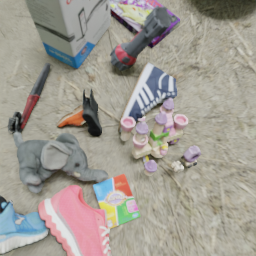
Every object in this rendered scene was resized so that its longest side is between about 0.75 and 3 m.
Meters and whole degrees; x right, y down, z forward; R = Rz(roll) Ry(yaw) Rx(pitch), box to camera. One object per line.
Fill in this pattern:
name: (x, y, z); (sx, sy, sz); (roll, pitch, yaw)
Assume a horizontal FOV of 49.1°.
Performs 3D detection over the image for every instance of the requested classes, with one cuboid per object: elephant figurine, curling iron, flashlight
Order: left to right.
curling iron: (-2.816, -0.904, 8.232); (0.316, 0.613, 2.471); (20, 67, 2)
elephant figurine: (-1.691, 0.747, 7.112); (1.934, 1.501, 1.368); (-20, 48, 4)
flashlight: (0.316, -2.450, 7.797); (0.774, 2.277, 0.771); (-25, 85, -37)

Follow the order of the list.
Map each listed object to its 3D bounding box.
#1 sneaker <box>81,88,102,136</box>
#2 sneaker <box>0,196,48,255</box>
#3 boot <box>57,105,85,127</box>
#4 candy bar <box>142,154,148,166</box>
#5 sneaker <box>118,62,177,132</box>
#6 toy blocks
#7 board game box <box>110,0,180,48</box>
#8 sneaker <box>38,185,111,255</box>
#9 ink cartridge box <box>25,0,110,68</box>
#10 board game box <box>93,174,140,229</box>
sneaker: (-0.973, -0.391, 7.678); (0.403, 1.342, 0.700); (-3, 55, 11)
sneaker: (-2.562, 2.012, 6.088); (1.015, 2.589, 1.164); (-13, 77, 6)
boot: (-1.589, -0.197, 8.056); (0.971, 0.364, 0.521); (-28, 109, 13)
candy bar: (0.447, 0.653, 7.865); (0.102, 0.230, 0.923); (0, 67, -31)
sneaker: (0.625, -0.705, 8.069); (1.211, 0.783, 2.233); (25, 78, -1)
toy blocks: (0.880, 0.116, 7.071); (1.635, 1.473, 1.749); (-18, 56, -23)
board game box: (0.455, -3.857, 9.487); (2.306, 0.372, 1.384); (43, 71, 14)
sneaker: (-0.860, 2.600, 6.615); (1.287, 1.094, 2.967); (-39, 73, -12)
ink cartridge box: (-1.553, -3.459, 7.879); (1.248, 2.960, 2.161); (30, 73, 7)
board game box: (-0.309, 1.927, 7.381); (0.909, 0.239, 1.187); (-20, 71, -7)
